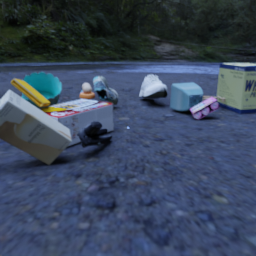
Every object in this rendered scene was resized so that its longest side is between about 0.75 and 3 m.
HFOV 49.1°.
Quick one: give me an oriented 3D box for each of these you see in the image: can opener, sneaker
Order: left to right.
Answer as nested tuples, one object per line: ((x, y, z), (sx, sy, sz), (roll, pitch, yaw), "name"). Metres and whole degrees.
((-0.754, 0.220, 7.055), (0.645, 0.520, 1.641), (-30, -11, 12), "can opener")
((-0.942, -1.315, 11.382), (0.649, 0.722, 1.672), (-13, -34, 23), "sneaker")
((1.077, -1.893, 12.776), (0.960, 1.123, 2.578), (1, 7, -16), "sneaker")

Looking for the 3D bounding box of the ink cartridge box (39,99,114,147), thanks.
((-1.803, -0.230, 8.271), (1.854, 0.886, 2.112), (11, 20, 35), "ink cartridge box")

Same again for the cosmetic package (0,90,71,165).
((-2.078, 0.033, 5.936), (1.591, 0.837, 0.566), (36, 14, -32), "cosmetic package")

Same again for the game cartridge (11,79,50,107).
((-2.588, -0.921, 7.535), (0.962, 0.177, 1.091), (41, -1, -9), "game cartridge")

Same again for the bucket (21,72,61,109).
((-3.066, -1.190, 9.863), (1.399, 0.910, 1.399), (10, 50, -12), "bucket")

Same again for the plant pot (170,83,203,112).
((2.361, -1.138, 10.959), (1.033, 1.036, 1.055), (-6, 22, -18), "plant pot")

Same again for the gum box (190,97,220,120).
((2.744, -0.692, 10.131), (0.985, 0.326, 0.559), (-30, 15, 7), "gum box")

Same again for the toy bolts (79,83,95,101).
((-1.519, -1.378, 11.927), (1.344, 0.976, 1.407), (-5, 17, -26), "toy bolts")

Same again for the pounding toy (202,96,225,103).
((3.588, -1.064, 11.826), (1.025, 0.469, 0.900), (11, 19, 39), "pounding toy")

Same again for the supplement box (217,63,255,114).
((4.714, -1.693, 11.570), (1.233, 1.835, 1.837), (-4, 17, -14), "supplement box")
